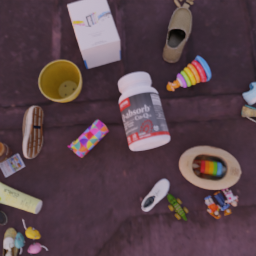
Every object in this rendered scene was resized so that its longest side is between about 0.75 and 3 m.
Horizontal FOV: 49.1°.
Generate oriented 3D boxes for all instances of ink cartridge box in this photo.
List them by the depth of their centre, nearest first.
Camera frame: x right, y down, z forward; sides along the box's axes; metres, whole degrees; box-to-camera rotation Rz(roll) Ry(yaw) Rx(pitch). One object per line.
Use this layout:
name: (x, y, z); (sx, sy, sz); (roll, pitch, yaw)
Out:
ink cartridge box: (-1.404, -4.039, 11.922); (1.625, 1.654, 2.247); (-17, 76, -4)

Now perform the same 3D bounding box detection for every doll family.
doll family: (3.548, 2.987, 10.858); (1.466, 0.661, 0.910); (-19, 69, -23)

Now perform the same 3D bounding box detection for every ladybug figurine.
ladybug figurine: (3.161, 1.584, 10.975); (2.414, 0.868, 1.638); (12, 77, 3)

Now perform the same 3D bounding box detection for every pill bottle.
pill bottle: (0.537, -0.627, 11.119); (1.636, 1.636, 2.824); (-13, 76, -3)

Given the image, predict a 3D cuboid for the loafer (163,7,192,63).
loafer: (2.253, -4.220, 12.342); (1.044, 0.926, 2.745); (13, 77, 3)

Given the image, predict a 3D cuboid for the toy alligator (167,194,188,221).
toy alligator: (1.804, 2.964, 10.904); (0.510, 0.370, 1.540); (-38, 79, -8)

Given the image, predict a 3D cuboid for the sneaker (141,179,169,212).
sneaker: (1.077, 2.628, 10.844); (0.548, 0.532, 1.502); (36, 83, 13)

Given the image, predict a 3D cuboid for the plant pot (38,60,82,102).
plant pot: (-2.630, -1.736, 11.521); (1.701, 1.207, 1.701); (-1, 76, 5)

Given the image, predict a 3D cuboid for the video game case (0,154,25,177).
video game case: (-4.731, 1.526, 11.406); (0.856, 0.077, 0.613); (-31, 78, -7)

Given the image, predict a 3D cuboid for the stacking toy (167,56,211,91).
stacking toy: (2.475, -2.099, 11.919); (1.856, 1.018, 1.077); (-30, 86, 4)

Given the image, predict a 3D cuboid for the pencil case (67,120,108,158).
pencil case: (-1.593, 0.424, 11.306); (1.698, 0.750, 0.750); (-42, 80, -6)

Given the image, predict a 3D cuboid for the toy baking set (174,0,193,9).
toy baking set: (2.576, -6.066, 13.214); (0.877, 0.133, 1.142); (-32, 79, -10)

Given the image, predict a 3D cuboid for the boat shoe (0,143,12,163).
boat shoe: (-5.817, 1.435, 10.995); (2.535, 0.892, 0.892); (-25, 71, -3)

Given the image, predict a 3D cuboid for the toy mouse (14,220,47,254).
toy mouse: (-3.728, 4.301, 10.319); (1.438, 0.278, 1.278); (40, 103, -4)

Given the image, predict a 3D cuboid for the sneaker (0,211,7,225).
sneaker: (-5.172, 3.291, 10.700); (1.157, 0.615, 0.433); (41, 80, 9)

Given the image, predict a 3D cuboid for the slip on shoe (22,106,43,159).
slip on shoe: (-3.991, 0.175, 11.446); (0.650, 0.816, 2.146); (-4, 81, 33)

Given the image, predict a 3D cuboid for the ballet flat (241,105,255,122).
ballet flat: (5.589, -0.467, 11.680); (1.747, 0.618, 0.618); (15, 77, 3)

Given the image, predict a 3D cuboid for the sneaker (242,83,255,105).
sneaker: (5.618, -1.751, 11.900); (1.741, 0.643, 0.713); (-40, 84, -9)

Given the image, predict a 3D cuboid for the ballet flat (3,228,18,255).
ballet flat: (-4.426, 4.602, 10.433); (0.570, 0.570, 1.612); (-4, 76, -1)

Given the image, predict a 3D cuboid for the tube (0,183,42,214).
tube: (-4.402, 2.774, 10.908); (2.061, 0.535, 0.598); (18, 39, 9)
